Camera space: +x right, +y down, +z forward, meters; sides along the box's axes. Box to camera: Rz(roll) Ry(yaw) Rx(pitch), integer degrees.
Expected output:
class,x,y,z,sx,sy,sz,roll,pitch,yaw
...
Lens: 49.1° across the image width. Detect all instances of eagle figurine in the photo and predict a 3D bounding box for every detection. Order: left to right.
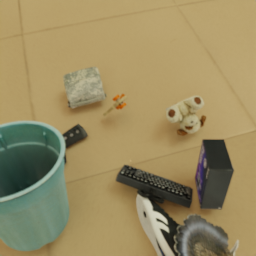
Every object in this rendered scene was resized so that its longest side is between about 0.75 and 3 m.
class,x,y,z,sx,sy,sz,roll,pitch,yaw
eagle figurine,1.927,3.416,6.539,2.904,2.192,2.204,19,58,-3

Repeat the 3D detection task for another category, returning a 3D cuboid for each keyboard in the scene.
class,x,y,z,sx,sy,sz,roll,pitch,yaw
keyboard,0.798,1.750,8.458,2.314,0.297,1.389,18,23,10

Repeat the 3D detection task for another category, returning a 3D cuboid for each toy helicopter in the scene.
class,x,y,z,sx,sy,sz,roll,pitch,yaw
toy helicopter,-0.467,-0.786,9.892,0.458,1.162,0.769,49,33,-6

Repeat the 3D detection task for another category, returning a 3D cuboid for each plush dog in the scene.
class,x,y,z,sx,sy,sz,roll,pitch,yaw
plush dog,2.005,-0.342,9.645,1.357,1.089,1.166,-27,94,-4

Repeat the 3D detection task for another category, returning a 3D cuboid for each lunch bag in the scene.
class,x,y,z,sx,sy,sz,roll,pitch,yaw
lunch bag,-1.647,-1.428,10.504,1.471,1.025,1.234,-15,58,-9

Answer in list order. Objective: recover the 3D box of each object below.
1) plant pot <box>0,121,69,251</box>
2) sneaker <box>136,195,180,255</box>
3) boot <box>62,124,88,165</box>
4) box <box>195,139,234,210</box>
class,x,y,z,sx,sy,sz,roll,pitch,yaw
plant pot,-2.732,1.629,7.269,2.655,2.600,2.655,-2,39,1
sneaker,1.243,2.843,8.039,1.345,0.879,2.405,-11,53,-23
boot,-1.955,0.550,9.658,1.316,0.432,1.085,-30,64,-22
box,2.440,1.360,8.132,0.682,1.731,1.221,-1,39,1
